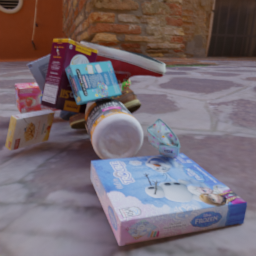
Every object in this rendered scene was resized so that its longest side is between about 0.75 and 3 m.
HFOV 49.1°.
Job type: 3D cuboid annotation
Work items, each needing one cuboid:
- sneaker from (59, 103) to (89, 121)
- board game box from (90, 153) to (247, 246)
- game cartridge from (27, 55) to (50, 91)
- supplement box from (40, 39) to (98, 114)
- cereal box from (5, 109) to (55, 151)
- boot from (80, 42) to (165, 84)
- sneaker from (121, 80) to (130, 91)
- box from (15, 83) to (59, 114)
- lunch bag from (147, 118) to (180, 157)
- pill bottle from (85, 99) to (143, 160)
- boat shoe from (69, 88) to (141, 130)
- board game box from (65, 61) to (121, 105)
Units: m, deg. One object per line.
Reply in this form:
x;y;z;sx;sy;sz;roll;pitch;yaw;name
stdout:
-1.407;-0.991;10.311;0.948;1.109;2.703;-9;36;42;sneaker
0.570;1.136;5.233;2.178;0.475;2.189;-4;18;-18;board game box
-2.003;-1.654;7.983;1.421;0.947;0.288;-28;16;-14;game cartridge
-1.565;-1.345;7.474;0.766;1.788;0.987;16;6;43;supplement box
-2.644;0.032;7.632;0.261;0.952;1.323;30;24;22;cereal box
-0.307;-1.379;8.492;2.682;1.935;0.971;14;16;10;boot
-0.126;-1.584;11.783;0.359;0.934;0.391;14;10;-2;sneaker
-3.043;-1.148;10.279;1.955;0.933;0.975;-8;22;-27;box
0.795;0.283;6.024;0.468;0.653;0.767;-40;66;-13;lunch bag
-0.502;-0.076;7.624;1.290;1.290;2.217;-5;23;-16;pill bottle
-0.829;-0.643;9.450;2.492;0.841;0.897;-21;-13;-14;boat shoe
-0.866;-1.167;7.174;1.262;0.953;0.296;-17;-3;-40;board game box
